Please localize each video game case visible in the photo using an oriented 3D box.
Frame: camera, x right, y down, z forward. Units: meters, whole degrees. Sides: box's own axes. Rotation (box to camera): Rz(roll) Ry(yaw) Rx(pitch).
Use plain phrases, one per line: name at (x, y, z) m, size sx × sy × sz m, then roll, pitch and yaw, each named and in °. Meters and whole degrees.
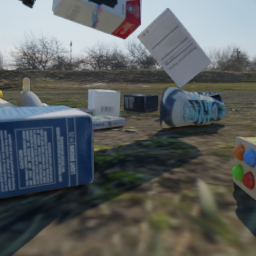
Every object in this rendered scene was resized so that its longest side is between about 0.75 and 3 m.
video game case at (-1.494, -0.183, 8.131) m, size 1.953 × 0.236 × 2.142 m, roll -8°, pitch 11°, yaw -41°

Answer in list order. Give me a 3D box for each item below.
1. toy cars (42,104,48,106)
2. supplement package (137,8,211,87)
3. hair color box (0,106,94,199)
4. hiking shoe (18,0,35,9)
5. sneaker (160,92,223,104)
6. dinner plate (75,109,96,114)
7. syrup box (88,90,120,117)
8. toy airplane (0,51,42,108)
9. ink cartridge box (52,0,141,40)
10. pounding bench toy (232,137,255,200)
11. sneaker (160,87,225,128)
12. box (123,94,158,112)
toy cars at (-2.974, -0.408, 7.605) m, size 2.723 × 0.603 × 1.221 m, roll -2°, pitch 13°, yaw 27°
supplement package at (1.311, -2.310, 7.996) m, size 1.121 × 1.872 × 1.135 m, roll -38°, pitch 14°, yaw 21°
hair color box at (-1.993, 0.263, 3.261) m, size 2.882 × 0.872 × 1.441 m, roll -4°, pitch 10°, yaw -25°
hiking shoe at (-2.642, -3.378, 7.047) m, size 0.304 × 0.403 × 0.801 m, roll 28°, pitch 2°, yaw 20°
sneaker at (2.530, -0.934, 10.548) m, size 2.726 × 0.955 × 1.479 m, roll -5°, pitch 8°, yaw -44°
dinner plate at (-1.638, -0.534, 9.208) m, size 1.175 × 0.142 × 1.175 m, roll -2°, pitch 7°, yaw 0°
syrup box at (-0.998, -1.000, 10.913) m, size 0.917 × 0.948 × 2.328 m, roll 0°, pitch 8°, yaw -14°
toy airplane at (-3.024, -0.711, 5.355) m, size 2.934 × 2.079 × 2.947 m, roll 22°, pitch -6°, yaw 4°
ink cartridge box at (-0.695, -3.133, 6.615) m, size 1.925 × 1.403 × 0.797 m, roll 9°, pitch -16°, yaw -31°
pounding bench toy at (1.603, 0.400, 3.361) m, size 0.735 × 0.586 × 0.943 m, roll -1°, pitch 9°, yaw -2°
sneaker at (1.910, -0.575, 7.928) m, size 1.239 × 1.114 × 2.871 m, roll 10°, pitch 14°, yaw 35°
box at (0.597, -1.161, 12.789) m, size 1.181 × 0.693 × 1.161 m, roll 8°, pitch 12°, yaw 35°
